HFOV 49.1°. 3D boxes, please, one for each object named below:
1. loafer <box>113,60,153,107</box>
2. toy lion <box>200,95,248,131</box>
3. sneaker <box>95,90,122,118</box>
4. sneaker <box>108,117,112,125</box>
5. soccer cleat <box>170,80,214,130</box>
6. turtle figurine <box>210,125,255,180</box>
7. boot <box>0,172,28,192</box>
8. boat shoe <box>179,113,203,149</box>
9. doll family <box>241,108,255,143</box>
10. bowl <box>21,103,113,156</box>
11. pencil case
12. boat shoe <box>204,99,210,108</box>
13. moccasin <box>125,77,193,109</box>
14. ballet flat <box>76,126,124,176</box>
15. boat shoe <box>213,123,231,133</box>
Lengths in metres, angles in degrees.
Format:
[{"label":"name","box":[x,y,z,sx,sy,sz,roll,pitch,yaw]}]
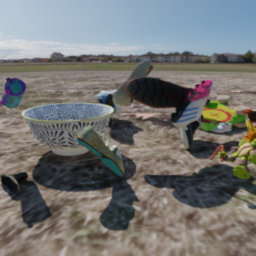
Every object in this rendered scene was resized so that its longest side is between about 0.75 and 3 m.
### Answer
[{"label":"loafer","box":[0.272,-1.344,8.799,0.635,1.859,0.703,34,-16,13]},{"label":"toy lion","box":[3.883,-0.585,12.503,2.373,0.850,2.476,-9,26,-8]},{"label":"sneaker","box":[-0.639,-1.336,12.543,1.117,1.291,2.979,43,-4,0]},{"label":"sneaker","box":[-1.234,-0.360,12.596,1.031,0.385,0.547,1,13,-3]},{"label":"soccer cleat","box":[1.999,-0.657,8.314,0.732,1.695,0.592,32,22,-23]},{"label":"turtle figurine","box":[2.542,0.606,6.140,1.624,0.523,1.310,-33,10,27]},{"label":"boot","box":[-2.642,1.257,6.817,0.616,0.345,0.891,-7,17,-43]},{"label":"boat shoe","box":[2.237,-0.332,10.006,0.900,0.956,2.661,-4,38,13]},{"label":"doll family","box":[4.738,0.418,8.749,2.948,1.328,1.830,30,21,28]},{"label":"bowl","box":[-1.895,0.074,9.161,2.882,1.352,2.882,0,14,0]},{"label":"pencil case","box":[-3.238,-0.954,7.851,0.590,0.543,1.276,-31,3,-30]},{"label":"boat shoe","box":[3.044,-1.300,12.232,1.150,0.404,0.405,37,-7,29]},{"label":"moccasin","box":[1.024,-1.080,8.641,2.541,0.929,0.981,-3,9,-30]},{"label":"ballet flat","box":[-0.530,0.545,6.791,0.593,1.676,0.593,-29,36,24]},{"label":"boat shoe","box":[3.433,-0.024,10.255,0.957,0.313,0.352,-8,13,-42]}]
